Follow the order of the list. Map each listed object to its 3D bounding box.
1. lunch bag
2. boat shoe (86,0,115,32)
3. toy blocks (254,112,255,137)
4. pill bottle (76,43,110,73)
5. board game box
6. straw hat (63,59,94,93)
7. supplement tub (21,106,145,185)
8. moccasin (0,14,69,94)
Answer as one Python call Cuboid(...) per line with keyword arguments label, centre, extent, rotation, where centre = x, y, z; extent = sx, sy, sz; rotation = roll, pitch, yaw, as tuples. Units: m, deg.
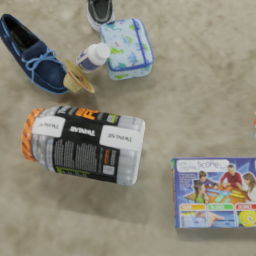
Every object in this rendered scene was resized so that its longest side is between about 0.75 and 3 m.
Cuboid(label="lunch bag", centre=(-0.037, -2.512, 8.817), extent=(1.509, 0.774, 1.878), rotation=(-9, 70, -7))
Cuboid(label="boat shoe", centre=(-0.953, -4.502, 9.494), extent=(0.954, 0.883, 2.585), rotation=(-1, 69, -1))
Cuboid(label="toy blocks", centre=(3.718, -0.204, 7.834), extent=(0.331, 0.759, 0.911), rotation=(17, 105, 1))
Cuboid(label="pill bottle", centre=(-1.028, -2.097, 8.334), extent=(0.620, 1.118, 0.620), rotation=(8, 77, -36))
Cuboid(label="board game box", centre=(2.533, 1.674, 7.358), extent=(2.666, 0.459, 1.805), rotation=(0, 69, 0))
Cuboid(label="straw hat", centre=(-1.587, -1.352, 8.156), extent=(0.534, 1.261, 1.261), rotation=(-40, 72, 12))
Cuboid(label="supplement tub", centre=(-1.072, 0.394, 7.167), extent=(2.834, 1.737, 1.737), rotation=(9, 69, 3))
Cuboid(label="moccasin", centre=(-2.859, -2.139, 8.294), extent=(2.813, 0.959, 1.132), rotation=(42, 68, -2))
